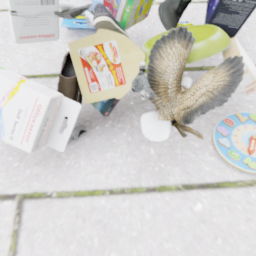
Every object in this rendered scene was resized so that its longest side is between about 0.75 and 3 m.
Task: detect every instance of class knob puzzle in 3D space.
[{"bbox_3d":[-0.530,-1.898,8.453,2.336,2.336,0.324,-2,13,-2],"label":"knob puzzle"}]

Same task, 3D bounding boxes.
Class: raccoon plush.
[{"bbox_3d":[0.394,-1.045,6.419,0.410,0.846,0.567,-21,35,-40],"label":"raccoon plush"}]

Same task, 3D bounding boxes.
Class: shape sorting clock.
[{"bbox_3d":[4.431,0.435,9.979,2.750,0.540,2.750,0,53,0],"label":"shape sorting clock"}]

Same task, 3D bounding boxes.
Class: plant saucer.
[{"bbox_3d":[1.667,-2.700,8.854,2.952,0.459,2.952,-12,30,7],"label":"plant saucer"}]

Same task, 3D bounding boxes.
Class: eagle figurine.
[{"bbox_3d":[1.429,-0.989,7.409,2.038,2.686,2.027,0,54,-12],"label":"eagle figurine"}]

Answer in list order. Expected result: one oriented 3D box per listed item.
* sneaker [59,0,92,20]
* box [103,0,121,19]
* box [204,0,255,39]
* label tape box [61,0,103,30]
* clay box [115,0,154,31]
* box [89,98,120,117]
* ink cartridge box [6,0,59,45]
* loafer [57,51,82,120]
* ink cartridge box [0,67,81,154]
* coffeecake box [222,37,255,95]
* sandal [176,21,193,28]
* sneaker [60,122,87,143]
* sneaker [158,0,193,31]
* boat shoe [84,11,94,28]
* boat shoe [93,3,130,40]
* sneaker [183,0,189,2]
[{"bbox_3d":[-2.517,-4.774,10.309,2.852,1.111,1.417,-33,101,-43],"label":"sneaker"},{"bbox_3d":[-0.120,-5.581,10.915,1.403,2.938,1.465,23,74,5],"label":"box"},{"bbox_3d":[3.680,-4.628,9.979,1.268,2.430,1.798,10,77,1],"label":"box"},{"bbox_3d":[-2.164,-5.596,14.228,1.923,0.887,2.684,2,56,3],"label":"label tape box"},{"bbox_3d":[0.345,-4.484,10.284,0.516,1.245,2.168,32,42,8],"label":"clay box"},{"bbox_3d":[-0.666,-1.615,9.383,1.412,2.068,0.390,43,20,16],"label":"box"},{"bbox_3d":[-2.923,-3.697,8.596,1.439,1.971,0.831,-13,54,-24],"label":"ink cartridge box"},{"bbox_3d":[-1.991,-1.466,9.206,0.861,0.841,2.358,2,87,5],"label":"loafer"},{"bbox_3d":[-3.063,-0.475,7.956,2.996,1.755,1.009,24,12,2],"label":"ink cartridge box"},{"bbox_3d":[3.655,-1.977,9.031,0.546,1.494,1.147,-29,37,33],"label":"coffeecake box"},{"bbox_3d":[2.754,-5.228,14.269,1.058,0.421,0.461,-5,48,-13],"label":"sandal"},{"bbox_3d":[-2.030,0.267,10.148,0.514,0.468,1.253,36,61,23],"label":"sneaker"},{"bbox_3d":[1.845,-4.682,10.528,1.107,0.927,2.440,-4,66,40],"label":"sneaker"},{"bbox_3d":[-1.209,-3.898,10.088,0.551,0.560,1.552,-16,33,-10],"label":"boat shoe"},{"bbox_3d":[-0.523,-3.322,9.316,0.831,2.288,0.718,-13,80,16],"label":"boat shoe"},{"bbox_3d":[2.699,-5.108,9.867,1.093,0.977,2.669,-6,31,35],"label":"sneaker"}]
